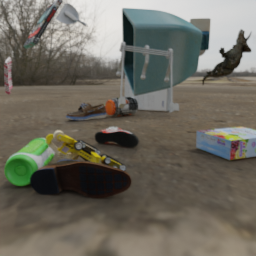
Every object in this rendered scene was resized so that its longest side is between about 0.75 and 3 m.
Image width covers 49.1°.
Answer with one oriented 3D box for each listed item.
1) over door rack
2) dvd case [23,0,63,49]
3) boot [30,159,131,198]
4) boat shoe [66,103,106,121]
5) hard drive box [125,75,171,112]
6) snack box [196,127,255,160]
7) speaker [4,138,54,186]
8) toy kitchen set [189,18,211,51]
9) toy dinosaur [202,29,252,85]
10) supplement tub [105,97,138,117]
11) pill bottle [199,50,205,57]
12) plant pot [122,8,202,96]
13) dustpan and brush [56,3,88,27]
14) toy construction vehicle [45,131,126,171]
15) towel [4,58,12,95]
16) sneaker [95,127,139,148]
[{"bbox_3d":[0.417,-1.152,6.709,1.357,1.837,0.612,5,-26,-9],"label":"over door rack"},{"bbox_3d":[-3.200,-3.863,10.463,0.214,1.943,1.418,32,-10,-32],"label":"dvd case"},{"bbox_3d":[-0.781,0.807,5.180,1.813,0.677,0.879,0,13,10],"label":"boot"},{"bbox_3d":[-1.957,-0.779,13.036,2.044,0.740,0.738,-9,14,-39],"label":"boat shoe"},{"bbox_3d":[1.161,-2.035,16.129,2.598,2.025,0.998,6,12,23],"label":"hard drive box"},{"bbox_3d":[2.946,0.376,7.651,1.650,0.558,1.391,-3,11,-23],"label":"snack box"},{"bbox_3d":[-2.017,0.666,5.912,0.686,0.686,1.551,0,11,-1],"label":"speaker"},{"bbox_3d":[1.507,-2.599,10.188,2.688,2.153,1.583,6,-2,16],"label":"toy kitchen set"},{"bbox_3d":[3.461,-2.195,9.697,1.169,2.285,0.879,-12,51,-35],"label":"toy dinosaur"},{"bbox_3d":[-0.329,-1.054,13.970,1.511,0.926,0.926,-8,13,-35],"label":"supplement tub"},{"bbox_3d":[2.816,-3.532,11.409,0.718,0.718,1.277,3,51,13],"label":"pill bottle"},{"bbox_3d":[0.989,-2.387,8.382,2.077,2.033,2.039,-7,36,-8],"label":"plant pot"},{"bbox_3d":[-1.470,-2.984,7.656,0.830,0.579,0.237,31,-8,-18],"label":"dustpan and brush"},{"bbox_3d":[-0.963,0.589,5.828,1.532,0.539,1.334,30,-5,-21],"label":"toy construction vehicle"},{"bbox_3d":[-5.208,-2.281,12.232,0.214,1.430,1.047,1,26,-16],"label":"towel"},{"bbox_3d":[-0.212,0.241,8.496,1.470,0.491,0.788,3,14,29],"label":"sneaker"}]
